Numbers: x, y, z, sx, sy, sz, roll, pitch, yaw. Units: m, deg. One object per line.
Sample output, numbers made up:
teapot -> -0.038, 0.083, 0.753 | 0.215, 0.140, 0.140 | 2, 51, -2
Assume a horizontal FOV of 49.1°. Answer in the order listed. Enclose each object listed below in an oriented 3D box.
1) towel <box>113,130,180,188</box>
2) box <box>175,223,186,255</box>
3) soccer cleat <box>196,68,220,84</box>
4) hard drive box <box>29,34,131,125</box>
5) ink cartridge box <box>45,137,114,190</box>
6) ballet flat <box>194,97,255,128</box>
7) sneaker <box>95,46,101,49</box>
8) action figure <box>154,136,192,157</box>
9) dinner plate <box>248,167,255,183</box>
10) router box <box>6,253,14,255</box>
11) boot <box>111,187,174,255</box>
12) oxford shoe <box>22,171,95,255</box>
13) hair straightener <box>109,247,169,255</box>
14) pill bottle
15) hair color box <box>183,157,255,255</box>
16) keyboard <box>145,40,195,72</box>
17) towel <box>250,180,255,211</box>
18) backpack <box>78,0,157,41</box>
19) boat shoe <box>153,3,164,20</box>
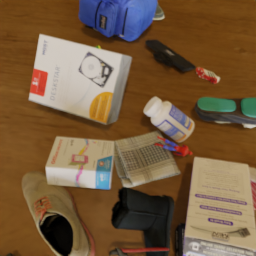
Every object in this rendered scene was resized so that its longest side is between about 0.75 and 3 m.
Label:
towel -> 0.436, 0.874, 8.447 | 1.783, 0.308, 1.716 | -13, 53, -11
box -> 2.078, 3.506, 6.176 | 2.017, 0.614, 2.502 | 7, 51, 1
soccer cleat -> 3.068, -2.045, 10.802 | 0.982, 0.337, 0.418 | 37, 51, 22
hard drive box -> -1.568, -1.578, 9.130 | 2.833, 2.208, 1.088 | 17, 13, 14
ink cartridge box -> -1.257, 0.929, 7.578 | 1.668, 0.706, 1.206 | 4, 39, -1
ballet flat -> 3.556, -0.484, 9.089 | 2.732, 0.998, 0.998 | 5, 51, 15
sneaker -> -1.504, -2.593, 10.537 | 0.659, 1.576, 0.584 | -12, 87, -38
action figure -> 1.349, 0.576, 8.366 | 1.128, 0.559, 0.368 | 21, 86, 1
dinner plate -> 3.651, 1.328, 7.928 | 0.931, 0.113, 0.931 | 13, 20, -5
router box -> -2.785, 3.750, 6.067 | 1.160, 0.481, 1.548 | 32, 58, 23
boot -> 0.261, 2.299, 6.434 | 1.465, 0.666, 1.743 | 15, 82, -27
oxford shoe -> -1.890, 2.019, 6.951 | 1.049, 1.114, 2.978 | -42, 60, -13
hair straightener -> 0.215, 2.794, 5.809 | 1.514, 0.310, 0.583 | 14, 61, -27
pill bottle -> 1.220, -0.281, 8.535 | 1.474, 0.826, 0.826 | 36, 53, -15
hair color box -> 2.150, 1.874, 6.659 | 1.418, 0.841, 2.594 | 7, 33, 14
keyboard -> 1.543, -2.897, 11.522 | 1.235, 0.470, 2.372 | -15, 48, -41
towel -> 3.553, 1.782, 7.863 | 1.160, 0.130, 0.839 | -21, 53, -18
backpack -> -0.475, -5.090, 11.958 | 2.992, 2.431, 2.510 | 30, 64, 8
boat shoe -> 0.929, -6.139, 13.739 | 0.914, 0.776, 2.510 | -23, 55, -17
